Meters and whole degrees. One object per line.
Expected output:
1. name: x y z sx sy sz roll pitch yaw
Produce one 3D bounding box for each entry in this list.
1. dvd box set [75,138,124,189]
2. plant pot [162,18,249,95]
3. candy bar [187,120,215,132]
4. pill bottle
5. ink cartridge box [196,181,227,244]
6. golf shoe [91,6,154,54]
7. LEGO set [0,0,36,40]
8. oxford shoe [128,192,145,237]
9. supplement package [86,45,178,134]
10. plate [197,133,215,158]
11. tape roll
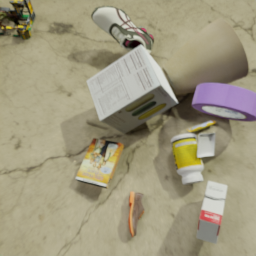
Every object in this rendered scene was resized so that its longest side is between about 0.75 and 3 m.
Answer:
1. dvd box set: -0.973 1.186 9.676 1.206 0.242 1.649 10 61 23
2. plant pot: 2.778 -2.429 10.864 2.639 2.472 2.472 -28 65 5
3. candy bar: 2.745 -0.050 10.556 1.203 0.300 0.133 -19 108 -16
4. pill bottle: 2.044 1.077 9.588 0.907 0.907 1.614 -7 71 -4
5. ink cartridge box: 2.559 2.543 8.532 0.618 1.065 1.476 10 43 20
6. golf shoe: -0.202 -3.978 11.540 2.895 1.117 1.275 25 42 -14
7. LEGO set: -5.481 -5.193 12.586 2.605 1.509 2.003 13 63 7
8. oxford shoe: 0.284 2.769 9.032 0.521 0.509 1.429 5 62 -3
9. supplement package: 0.146 -1.256 9.897 2.335 1.772 1.759 -30 63 17
10. plate: 2.554 0.558 9.248 0.788 0.127 0.786 -3 100 -32
11. tape roll: 3.443 -0.865 9.863 2.253 2.253 0.739 15 88 8
